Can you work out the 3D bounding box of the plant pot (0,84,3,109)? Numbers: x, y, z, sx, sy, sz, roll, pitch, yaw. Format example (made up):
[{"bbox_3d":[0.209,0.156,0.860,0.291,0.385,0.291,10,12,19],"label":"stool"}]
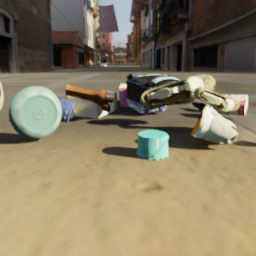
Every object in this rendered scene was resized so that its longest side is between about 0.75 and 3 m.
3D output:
[{"bbox_3d":[-5.588,-1.034,10.502,2.035,2.035,2.173,-3,-8,-13],"label":"plant pot"}]

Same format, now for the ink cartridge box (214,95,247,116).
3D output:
[{"bbox_3d":[4.176,-0.936,11.407,1.193,0.500,0.861,4,37,28],"label":"ink cartridge box"}]

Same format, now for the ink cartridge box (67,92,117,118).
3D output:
[{"bbox_3d":[-1.544,-1.077,12.419,1.501,0.870,2.073,5,15,19],"label":"ink cartridge box"}]

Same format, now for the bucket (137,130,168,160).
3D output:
[{"bbox_3d":[0.627,0.422,7.148,0.865,0.563,0.865,0,15,0],"label":"bucket"}]

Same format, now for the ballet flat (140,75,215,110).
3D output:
[{"bbox_3d":[1.716,-1.239,9.694,2.731,0.926,1.028,-15,-7,8],"label":"ballet flat"}]

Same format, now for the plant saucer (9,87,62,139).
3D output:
[{"bbox_3d":[-2.544,-0.401,7.908,1.515,1.515,0.272,-10,16,-34],"label":"plant saucer"}]

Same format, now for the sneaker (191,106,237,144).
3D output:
[{"bbox_3d":[2.650,0.027,8.454,1.195,0.983,2.597,27,18,12],"label":"sneaker"}]

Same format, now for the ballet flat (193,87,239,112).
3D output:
[{"bbox_3d":[2.890,-0.841,9.003,1.645,0.558,0.619,21,18,-7],"label":"ballet flat"}]

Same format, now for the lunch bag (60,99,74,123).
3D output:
[{"bbox_3d":[-2.040,-0.542,9.133,0.516,0.530,0.781,17,37,-11],"label":"lunch bag"}]

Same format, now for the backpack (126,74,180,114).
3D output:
[{"bbox_3d":[1.236,-1.622,12.607,2.242,1.508,2.047,-13,26,-32],"label":"backpack"}]

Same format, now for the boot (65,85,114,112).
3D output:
[{"bbox_3d":[-1.505,-1.082,10.705,1.791,0.613,1.686,6,-8,-8],"label":"boot"}]

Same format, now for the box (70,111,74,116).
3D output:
[{"bbox_3d":[-2.700,-0.555,11.380,1.007,0.252,0.379,-5,2,-9],"label":"box"}]

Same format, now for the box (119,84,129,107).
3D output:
[{"bbox_3d":[0.618,-1.772,14.670,2.093,1.012,1.841,-4,14,2],"label":"box"}]

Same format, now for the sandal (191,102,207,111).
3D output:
[{"bbox_3d":[3.329,-0.970,13.092,0.274,0.430,1.145,-39,24,-12],"label":"sandal"}]
